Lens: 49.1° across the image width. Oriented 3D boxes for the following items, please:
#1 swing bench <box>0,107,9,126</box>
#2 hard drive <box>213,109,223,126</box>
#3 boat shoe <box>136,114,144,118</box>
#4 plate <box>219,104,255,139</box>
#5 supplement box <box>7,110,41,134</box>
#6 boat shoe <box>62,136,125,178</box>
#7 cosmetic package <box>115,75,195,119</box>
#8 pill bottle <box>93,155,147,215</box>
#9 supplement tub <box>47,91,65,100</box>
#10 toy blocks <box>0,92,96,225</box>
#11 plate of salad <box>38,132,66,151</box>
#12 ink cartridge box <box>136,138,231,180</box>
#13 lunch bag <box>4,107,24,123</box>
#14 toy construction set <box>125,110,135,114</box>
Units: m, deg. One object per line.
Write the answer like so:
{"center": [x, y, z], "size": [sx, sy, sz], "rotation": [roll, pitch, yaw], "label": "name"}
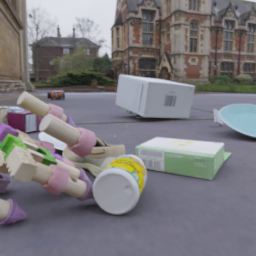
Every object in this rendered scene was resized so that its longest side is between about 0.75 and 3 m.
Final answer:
{"center": [-5.079, -0.305, 10.086], "size": [1.320, 0.861, 1.327], "rotation": [-1, 9, -12], "label": "swing bench"}
{"center": [3.578, -0.402, 11.096], "size": [0.104, 0.513, 0.777], "rotation": [-10, -16, 34], "label": "hard drive"}
{"center": [0.890, -0.671, 14.062], "size": [1.047, 0.298, 0.350], "rotation": [-5, 10, -27], "label": "boat shoe"}
{"center": [4.221, -0.161, 9.216], "size": [2.442, 0.312, 2.442], "rotation": [1, 30, -1], "label": "plate"}
{"center": [-3.486, -0.265, 10.184], "size": [0.923, 0.727, 1.409], "rotation": [6, 10, 30], "label": "supplement box"}
{"center": [-0.709, 0.475, 5.662], "size": [0.779, 0.702, 2.161], "rotation": [-6, 10, -33], "label": "boat shoe"}
{"center": [1.241, -1.542, 13.766], "size": [2.710, 1.671, 2.719], "rotation": [1, 16, -31], "label": "cosmetic package"}
{"center": [-0.061, 0.763, 4.159], "size": [0.630, 0.630, 1.118], "rotation": [2, 9, 12], "label": "pill bottle"}
{"center": [-7.208, -3.215, 27.946], "size": [1.685, 0.901, 0.901], "rotation": [-5, 10, -21], "label": "supplement tub"}
{"center": [-1.199, 0.619, 4.181], "size": [1.450, 1.723, 1.610], "rotation": [34, -1, -39], "label": "toy blocks"}
{"center": [-1.674, 0.384, 7.266], "size": [1.290, 0.310, 1.290], "rotation": [17, 16, -5], "label": "plate of salad"}
{"center": [1.337, 0.510, 6.243], "size": [1.575, 0.519, 2.165], "rotation": [5, 12, 29], "label": "ink cartridge box"}
{"center": [-5.077, -0.497, 11.644], "size": [1.621, 0.764, 2.023], "rotation": [-2, 8, -25], "label": "lunch bag"}
{"center": [0.522, -1.126, 16.159], "size": [0.880, 0.618, 1.342], "rotation": [7, 22, 37], "label": "toy construction set"}
